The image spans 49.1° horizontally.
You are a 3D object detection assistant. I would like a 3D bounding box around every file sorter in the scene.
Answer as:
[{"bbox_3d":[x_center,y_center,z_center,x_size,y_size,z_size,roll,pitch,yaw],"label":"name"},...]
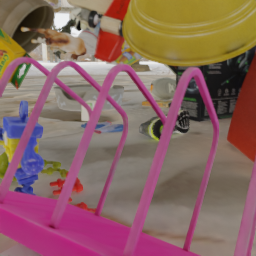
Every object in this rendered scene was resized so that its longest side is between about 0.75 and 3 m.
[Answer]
[{"bbox_3d":[-0.012,0.306,2.221,2.070,1.298,1.438,11,-15,28],"label":"file sorter"}]

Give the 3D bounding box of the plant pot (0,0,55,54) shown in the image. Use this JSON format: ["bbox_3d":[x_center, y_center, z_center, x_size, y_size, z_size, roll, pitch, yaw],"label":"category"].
[{"bbox_3d":[-2.851,-2.774,6.857,1.373,1.582,1.582,39,15,-2],"label":"plant pot"}]

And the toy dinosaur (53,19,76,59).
[{"bbox_3d":[-2.215,-2.911,9.401,0.496,2.091,0.922,28,-46,-28],"label":"toy dinosaur"}]

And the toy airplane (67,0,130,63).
[{"bbox_3d":[-0.069,-2.835,7.065,2.441,2.451,1.730,-24,-22,-9],"label":"toy airplane"}]

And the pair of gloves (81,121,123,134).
[{"bbox_3d":[-0.673,-0.041,7.829,0.972,0.138,1.209,-12,17,-41],"label":"pair of gloves"}]

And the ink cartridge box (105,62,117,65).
[{"bbox_3d":[-0.292,-3.490,10.907,0.769,1.335,1.829,12,50,23],"label":"ink cartridge box"}]

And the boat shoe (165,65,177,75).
[{"bbox_3d":[1.755,-2.341,10.380,1.330,0.487,0.417,29,-38,-34],"label":"boat shoe"}]

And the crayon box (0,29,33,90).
[{"bbox_3d":[-2.075,-1.165,4.390,1.088,0.691,0.276,42,31,0],"label":"crayon box"}]

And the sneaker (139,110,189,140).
[{"bbox_3d":[0.984,-0.128,7.190,1.718,0.635,0.695,-10,13,-43],"label":"sneaker"}]

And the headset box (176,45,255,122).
[{"bbox_3d":[2.937,-1.808,9.457,2.477,2.845,1.320,-9,16,-30],"label":"headset box"}]

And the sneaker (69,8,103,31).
[{"bbox_3d":[-1.191,-4.144,10.353,1.926,0.844,0.728,-24,-29,4],"label":"sneaker"}]

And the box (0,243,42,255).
[{"bbox_3d":[-0.517,1.187,1.157,1.078,0.708,1.084,10,16,37],"label":"box"}]

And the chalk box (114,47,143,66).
[{"bbox_3d":[0.044,-2.449,8.636,1.085,0.671,0.675,-29,-29,19],"label":"chalk box"}]

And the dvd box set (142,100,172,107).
[{"bbox_3d":[1.326,-1.073,12.228,1.199,0.176,0.877,7,15,28],"label":"dvd box set"}]

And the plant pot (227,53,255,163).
[{"bbox_3d":[3.602,-0.557,5.187,2.634,2.323,2.636,0,13,2],"label":"plant pot"}]

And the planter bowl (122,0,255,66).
[{"bbox_3d":[0.804,-1.751,3.485,1.989,0.828,1.989,-7,53,10],"label":"planter bowl"}]

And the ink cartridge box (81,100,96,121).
[{"bbox_3d":[-1.243,-0.595,9.258,0.324,0.563,0.961,3,14,9],"label":"ink cartridge box"}]

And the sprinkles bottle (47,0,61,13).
[{"bbox_3d":[-2.604,-4.512,9.775,0.455,0.455,1.335,-2,0,-8],"label":"sprinkles bottle"}]

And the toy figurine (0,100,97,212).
[{"bbox_3d":[-1.290,0.255,3.856,1.170,1.328,2.217,-6,15,-26],"label":"toy figurine"}]

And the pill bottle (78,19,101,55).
[{"bbox_3d":[-1.132,-3.948,11.289,1.049,1.049,1.930,9,58,35],"label":"pill bottle"}]

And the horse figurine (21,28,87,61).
[{"bbox_3d":[-1.315,-1.667,5.527,1.027,0.387,1.550,15,6,30],"label":"horse figurine"}]

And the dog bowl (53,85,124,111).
[{"bbox_3d":[-1.604,-1.305,11.728,2.929,0.859,2.929,0,13,0],"label":"dog bowl"}]

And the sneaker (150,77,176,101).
[{"bbox_3d":[2.364,-1.732,12.139,2.793,1.057,1.285,1,-4,-21],"label":"sneaker"}]
